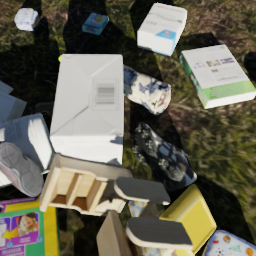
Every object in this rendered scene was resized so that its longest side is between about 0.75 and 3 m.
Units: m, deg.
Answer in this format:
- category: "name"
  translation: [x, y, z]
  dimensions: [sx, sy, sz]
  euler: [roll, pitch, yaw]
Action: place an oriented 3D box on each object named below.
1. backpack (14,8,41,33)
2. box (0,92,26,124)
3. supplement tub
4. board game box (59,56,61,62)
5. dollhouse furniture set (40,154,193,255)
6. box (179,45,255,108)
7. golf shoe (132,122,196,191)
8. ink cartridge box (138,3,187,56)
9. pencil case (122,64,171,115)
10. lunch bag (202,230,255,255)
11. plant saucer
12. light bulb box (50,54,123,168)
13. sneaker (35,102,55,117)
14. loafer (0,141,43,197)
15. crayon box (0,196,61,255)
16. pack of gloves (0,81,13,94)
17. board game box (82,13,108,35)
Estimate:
- category: "backpack"
  translation: [-4.150, -4.400, 11.408]
  dimensions: [0.886, 0.716, 0.930]
  euler: [1, 58, 13]
- category: "box"
  translation: [-3.817, -0.576, 8.582]
  dimensions: [0.935, 0.615, 0.940]
  euler: [23, 89, 10]
- category: "supplement tub"
  translation: [-3.273, 0.710, 7.340]
  dimensions: [2.486, 1.640, 1.640]
  euler: [-17, 58, -12]
- category: "board game box"
  translation: [-2.029, -2.103, 9.553]
  dimensions: [0.192, 0.410, 0.807]
  euler: [-40, 106, -11]
- category: "dollhouse furniture set"
  translation: [-0.662, 2.036, 5.593]
  dimensions: [1.919, 2.710, 2.950]
  euler: [14, 26, -23]
- category: "box"
  translation: [3.065, -1.868, 9.807]
  dimensions: [1.775, 0.447, 2.460]
  euler: [-11, 55, -9]
- category: "golf shoe"
  translation: [0.957, 0.757, 7.871]
  dimensions: [1.128, 0.928, 2.388]
  euler: [3, 40, -36]
- category: "ink cartridge box"
  translation: [1.346, -3.878, 10.939]
  dimensions: [1.383, 0.798, 1.907]
  euler: [18, 59, 13]
- category: "pencil case"
  translation: [0.065, -1.405, 9.053]
  dimensions: [2.662, 1.036, 1.191]
  euler: [28, 17, 16]
- category: "lunch bag"
  translation: [2.436, 3.127, 6.377]
  dimensions: [1.439, 0.544, 1.153]
  euler: [26, 61, 18]
- category: "plant saucer"
  translation: [1.492, 2.215, 6.470]
  dimensions: [1.338, 0.324, 1.338]
  euler: [-36, 105, -28]
- category: "light bulb box"
  translation: [-0.932, -0.169, 7.355]
  dimensions: [1.564, 2.506, 2.484]
  euler: [0, 58, -2]
- category: "sneaker"
  translation: [-2.304, -0.580, 9.001]
  dimensions: [1.313, 0.463, 0.496]
  euler: [-9, 70, 2]
- category: "loafer"
  translation: [-2.539, 0.899, 6.355]
  dimensions: [0.570, 1.809, 0.650]
  euler: [11, 51, 27]
- category: "crayon box"
  translation: [-2.807, 2.738, 6.085]
  dimensions: [2.578, 0.751, 2.224]
  euler: [-6, 45, -13]
- category: "pack of gloves"
  translation: [-5.100, -0.839, 9.259]
  dimensions: [1.739, 0.408, 2.069]
  euler: [28, 66, 9]
- category: "board game box"
  translation: [-1.348, -4.313, 11.593]
  dimensions: [0.750, 0.233, 0.993]
  euler: [17, 58, 11]
